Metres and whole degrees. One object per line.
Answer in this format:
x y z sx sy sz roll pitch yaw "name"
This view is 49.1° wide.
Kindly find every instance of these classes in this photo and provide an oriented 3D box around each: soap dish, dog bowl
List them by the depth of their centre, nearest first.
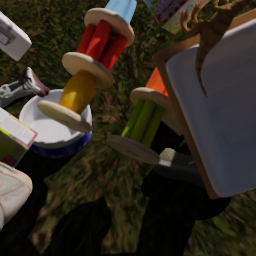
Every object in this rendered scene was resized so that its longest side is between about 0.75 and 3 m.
1.799 -0.365 4.439 2.033 2.583 1.049 -22 13 10 "soap dish"
-1.804 -0.125 7.157 1.742 0.686 1.742 0 53 0 "dog bowl"

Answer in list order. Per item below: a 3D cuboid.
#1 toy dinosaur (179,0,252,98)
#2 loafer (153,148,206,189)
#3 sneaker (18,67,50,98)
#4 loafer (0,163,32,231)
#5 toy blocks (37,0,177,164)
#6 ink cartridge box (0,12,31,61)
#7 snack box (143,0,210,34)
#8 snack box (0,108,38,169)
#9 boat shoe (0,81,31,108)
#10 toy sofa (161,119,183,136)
1.028 -1.186 3.566 0.770 1.449 0.438 39 28 20 "toy dinosaur"
1.605 0.884 6.373 1.993 0.750 0.694 15 59 11 "loafer"
-2.013 -0.920 6.079 0.386 0.590 1.021 -48 39 10 "sneaker"
-2.333 0.482 3.219 2.560 0.920 0.805 20 25 13 "loafer"
0.048 -1.112 5.356 2.437 1.062 2.924 25 76 -5 "toy blocks"
-1.972 -1.517 4.254 0.376 0.895 0.651 -46 39 5 "ink cartridge box"
0.847 -2.453 4.291 0.501 1.479 1.248 0 57 -54 "snack box"
-2.619 0.499 4.194 1.545 2.173 0.576 37 20 -12 "snack box"
-3.420 -1.026 7.954 1.425 0.476 0.524 -32 60 -21 "boat shoe"
1.673 -0.926 7.715 0.973 1.146 2.349 40 60 -3 "toy sofa"
